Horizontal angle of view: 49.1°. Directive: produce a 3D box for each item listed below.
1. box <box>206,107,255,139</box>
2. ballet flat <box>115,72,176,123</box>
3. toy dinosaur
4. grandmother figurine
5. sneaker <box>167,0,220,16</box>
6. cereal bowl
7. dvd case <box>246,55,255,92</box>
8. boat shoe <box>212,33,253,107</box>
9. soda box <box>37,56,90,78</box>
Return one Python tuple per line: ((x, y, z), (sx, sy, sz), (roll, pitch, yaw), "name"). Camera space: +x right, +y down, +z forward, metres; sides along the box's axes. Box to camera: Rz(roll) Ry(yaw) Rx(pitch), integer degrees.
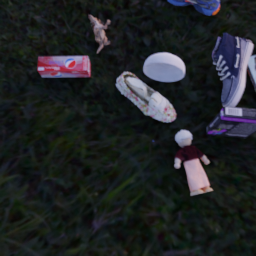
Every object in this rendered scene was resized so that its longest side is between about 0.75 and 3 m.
((3.627, -0.129, 9.431), (1.473, 2.060, 0.372), (6, 71, 1), "box")
((0.648, -1.136, 10.278), (2.640, 0.844, 0.998), (34, 67, 8), "ballet flat")
((-1.131, -3.703, 11.065), (0.643, 1.015, 1.497), (-8, 106, -19), "toy dinosaur")
((2.173, 1.167, 9.835), (1.396, 0.697, 2.301), (-1, 69, -34), "grandmother figurine")
((2.580, -5.480, 11.347), (2.522, 0.989, 0.950), (19, 75, 6), "sneaker")
((1.340, -2.282, 10.274), (1.519, 1.519, 0.633), (10, 74, 2), "cereal bowl")
((5.648, -1.844, 10.801), (1.687, 0.254, 2.311), (-14, 77, -3), "dvd case")
((3.583, -2.122, 10.300), (1.273, 1.025, 2.746), (19, 79, -11), "boat shoe")
((-2.426, -2.316, 10.703), (1.900, 0.665, 0.603), (0, 76, 0), "soda box")
